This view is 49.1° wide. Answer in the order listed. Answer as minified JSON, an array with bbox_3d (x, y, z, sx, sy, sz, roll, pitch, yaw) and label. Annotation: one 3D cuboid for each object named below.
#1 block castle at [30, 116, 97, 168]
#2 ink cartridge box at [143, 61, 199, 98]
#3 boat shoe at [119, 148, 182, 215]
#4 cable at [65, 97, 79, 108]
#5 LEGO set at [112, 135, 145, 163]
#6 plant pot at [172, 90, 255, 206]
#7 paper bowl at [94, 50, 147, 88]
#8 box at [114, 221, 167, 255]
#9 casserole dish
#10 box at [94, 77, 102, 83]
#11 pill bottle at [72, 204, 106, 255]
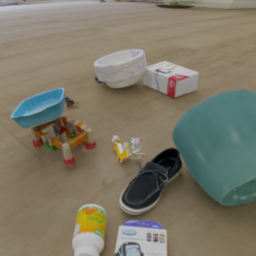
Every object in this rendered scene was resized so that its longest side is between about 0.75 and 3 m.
[{"bbox_3d":[-2.193,0.421,9.514,2.052,0.963,1.371,21,42,35],"label":"block castle"},{"bbox_3d":[2.114,-2.489,14.173,1.706,0.990,2.312,-24,40,-33],"label":"ink cartridge box"},{"bbox_3d":[0.699,1.415,7.987,1.000,0.835,2.682,25,40,31],"label":"boat shoe"},{"bbox_3d":[-2.677,-1.120,12.793,0.539,0.279,1.109,-39,34,-23],"label":"cable"},{"bbox_3d":[0.038,0.719,9.307,0.682,0.843,1.834,5,-1,-22],"label":"LEGO set"},{"bbox_3d":[2.847,0.716,7.485,2.744,2.744,2.202,-8,52,-12],"label":"plant pot"},{"bbox_3d":[-0.325,-2.965,14.270,2.622,1.364,2.622,-13,27,7],"label":"paper bowl"},{"bbox_3d":[0.266,2.866,6.063,1.140,0.397,1.915,4,29,6],"label":"box"},{"bbox_3d":[-2.876,-0.675,9.379,1.665,0.533,2.748,-19,21,-3],"label":"casserole dish"},{"bbox_3d":[-1.364,-2.685,15.297,0.803,0.145,0.574,-20,37,-27],"label":"box"},{"bbox_3d":[-0.887,2.453,6.407,0.702,0.702,1.265,0,32,0],"label":"pill bottle"}]
